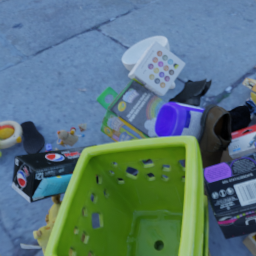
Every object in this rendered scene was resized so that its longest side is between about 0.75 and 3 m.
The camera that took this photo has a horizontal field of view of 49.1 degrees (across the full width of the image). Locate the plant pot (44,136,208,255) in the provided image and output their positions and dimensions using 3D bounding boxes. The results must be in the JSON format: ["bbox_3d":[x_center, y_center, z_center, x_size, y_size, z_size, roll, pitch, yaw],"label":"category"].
[{"bbox_3d":[0.365,2.187,6.277,2.892,2.637,2.906,-7,44,24],"label":"plant pot"}]

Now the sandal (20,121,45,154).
[{"bbox_3d":[-3.631,0.422,10.625,0.779,0.468,2.075,-17,37,-20],"label":"sandal"}]

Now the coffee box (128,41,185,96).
[{"bbox_3d":[0.944,-1.978,9.693,1.295,1.309,1.307,35,90,-9],"label":"coffee box"}]

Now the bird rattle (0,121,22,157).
[{"bbox_3d":[-4.772,0.293,10.460,1.583,1.093,1.941,-16,39,-14],"label":"bird rattle"}]

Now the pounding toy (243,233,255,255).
[{"bbox_3d":[3.976,3.185,8.041,1.001,0.711,0.921,-24,54,-19],"label":"pounding toy"}]

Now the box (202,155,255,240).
[{"bbox_3d":[2.863,1.880,7.214,1.391,2.276,1.207,-19,50,14],"label":"box"}]

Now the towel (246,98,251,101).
[{"bbox_3d":[5.594,-0.489,11.089,1.532,0.258,1.604,8,47,-27],"label":"towel"}]

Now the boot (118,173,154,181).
[{"bbox_3d":[0.342,2.322,8.624,1.791,0.902,2.396,-2,49,-1],"label":"boot"}]

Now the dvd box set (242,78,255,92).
[{"bbox_3d":[5.976,-1.319,11.563,2.251,0.331,1.647,41,27,29],"label":"dvd box set"}]

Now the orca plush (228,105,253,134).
[{"bbox_3d":[3.749,-0.326,10.777,2.970,1.056,1.563,-15,51,-12],"label":"orca plush"}]

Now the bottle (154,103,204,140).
[{"bbox_3d":[2.137,-0.075,8.980,2.859,1.194,0.933,5,17,-40],"label":"bottle"}]

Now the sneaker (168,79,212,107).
[{"bbox_3d":[2.013,-1.176,9.327,0.508,0.883,1.693,6,3,-31],"label":"sneaker"}]

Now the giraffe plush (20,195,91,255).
[{"bbox_3d":[-1.809,2.792,7.929,1.900,1.639,1.540,18,38,-7],"label":"giraffe plush"}]

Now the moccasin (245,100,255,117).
[{"bbox_3d":[4.587,-0.641,10.277,0.297,0.350,0.870,-13,54,-26],"label":"moccasin"}]

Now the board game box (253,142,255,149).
[{"bbox_3d":[3.865,1.029,7.034,0.723,1.493,1.190,-24,50,25],"label":"board game box"}]

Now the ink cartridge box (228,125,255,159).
[{"bbox_3d":[3.462,0.299,8.118,1.124,0.251,0.990,-24,37,32],"label":"ink cartridge box"}]

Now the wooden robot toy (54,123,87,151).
[{"bbox_3d":[-2.213,0.305,9.744,1.673,0.759,0.737,-43,42,16],"label":"wooden robot toy"}]

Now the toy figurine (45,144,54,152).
[{"bbox_3d":[-2.668,0.824,9.249,0.507,0.576,0.961,-7,32,-17],"label":"toy figurine"}]

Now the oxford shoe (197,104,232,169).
[{"bbox_3d":[2.508,0.478,8.105,0.797,2.194,0.926,-6,17,-17],"label":"oxford shoe"}]

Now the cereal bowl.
[{"bbox_3d":[0.912,-3.269,13.084,2.275,0.947,2.275,-21,35,15],"label":"cereal bowl"}]

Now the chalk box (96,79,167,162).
[{"bbox_3d":[0.130,-0.393,9.955,2.687,1.663,1.672,35,60,4],"label":"chalk box"}]

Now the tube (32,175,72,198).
[{"bbox_3d":[-1.507,1.368,6.841,0.407,0.626,1.617,41,22,30],"label":"tube"}]

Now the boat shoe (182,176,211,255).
[{"bbox_3d":[1.820,2.580,8.096,0.991,1.049,2.915,-31,42,34],"label":"boat shoe"}]

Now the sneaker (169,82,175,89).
[{"bbox_3d":[1.893,-2.365,12.849,0.731,0.574,1.472,-13,52,-15],"label":"sneaker"}]

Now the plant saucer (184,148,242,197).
[{"bbox_3d":[3.076,1.364,9.518,2.357,0.347,2.357,5,48,-5],"label":"plant saucer"}]

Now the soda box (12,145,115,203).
[{"bbox_3d":[-1.704,1.176,7.953,1.012,0.906,2.861,22,17,37],"label":"soda box"}]

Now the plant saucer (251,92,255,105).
[{"bbox_3d":[5.330,-0.743,10.481,1.336,0.324,1.337,18,25,-25],"label":"plant saucer"}]
